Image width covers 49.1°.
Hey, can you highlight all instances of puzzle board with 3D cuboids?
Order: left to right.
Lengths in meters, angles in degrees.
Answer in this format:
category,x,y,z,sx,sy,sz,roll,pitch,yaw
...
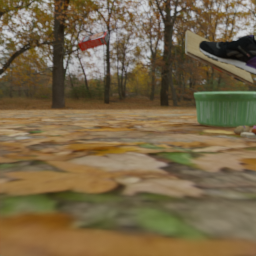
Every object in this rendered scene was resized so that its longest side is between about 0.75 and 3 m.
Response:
category,x,y,z,sx,sy,sz,roll,pitch,yaw
puzzle board,3.436,-2.725,10.828,2.749,0.239,2.071,24,39,-8

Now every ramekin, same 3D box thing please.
category,x,y,z,sx,sy,sz,roll,pitch,yaw
ramekin,4.368,-0.863,12.382,2.857,1.395,2.857,-1,8,0

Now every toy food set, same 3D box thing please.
category,x,y,z,sx,sy,sz,roll,pitch,yaw
toy food set,3.846,0.098,8.516,1.034,0.256,1.627,0,5,2

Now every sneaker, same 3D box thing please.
category,x,y,z,sx,sy,sz,roll,pitch,yaw
sneaker,3.533,-2.588,9.028,2.392,1.047,0.906,24,36,16

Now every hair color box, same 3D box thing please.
category,x,y,z,sx,sy,sz,roll,pitch,yaw
hair color box,-1.254,-3.224,10.357,1.099,0.336,0.558,-7,42,26
